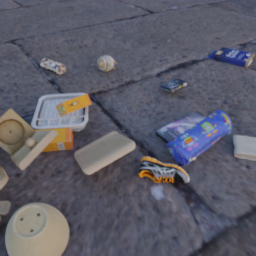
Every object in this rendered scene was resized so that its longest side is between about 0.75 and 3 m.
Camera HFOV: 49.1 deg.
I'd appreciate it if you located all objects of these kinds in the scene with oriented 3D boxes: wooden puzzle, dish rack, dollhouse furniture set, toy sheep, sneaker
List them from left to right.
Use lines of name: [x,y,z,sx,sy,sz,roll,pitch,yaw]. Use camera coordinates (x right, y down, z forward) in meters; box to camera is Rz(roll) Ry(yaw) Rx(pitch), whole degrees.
dollhouse furniture set: [-3.897,0.146,6.483,2.793,2.937,2.393,-50,20,-19]
dish rack: [-2.322,-0.495,9.940,1.854,0.470,2.161,-5,38,-3]
wooden puzzle: [-0.709,0.704,8.076,1.557,0.313,1.683,-29,20,-13]
toy sheep: [-0.997,-3.007,13.098,0.806,0.806,1.168,25,28,28]
sneaker: [0.964,1.301,7.817,1.468,0.574,0.567,14,53,23]

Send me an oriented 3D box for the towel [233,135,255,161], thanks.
towel: [4.073,0.654,8.821,1.470,0.253,0.974,8,37,11]

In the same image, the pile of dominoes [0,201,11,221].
pile of dominoes: [-4.274,2.715,6.272,2.284,0.467,2.931,11,48,13]

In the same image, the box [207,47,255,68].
box: [5.205,-3.641,14.219,2.055,0.333,1.245,21,43,26]

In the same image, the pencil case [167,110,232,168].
pencil case: [2.153,0.315,8.327,2.057,0.803,0.893,-33,47,-11]

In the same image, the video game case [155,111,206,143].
video game case: [2.153,0.147,9.501,2.020,0.192,1.443,-26,45,-27]

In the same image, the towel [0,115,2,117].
towel: [-5.401,0.240,8.705,2.672,0.304,1.919,-5,37,20]

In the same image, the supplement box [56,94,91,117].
supplement box: [-1.786,-0.767,9.298,0.434,0.420,1.262,-17,8,33]

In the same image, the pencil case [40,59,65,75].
pencil case: [-3.543,-2.880,13.118,1.222,0.475,0.547,23,36,27]

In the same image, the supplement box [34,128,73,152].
supplement box: [-2.589,0.396,8.820,1.641,0.565,0.546,-3,55,-7]

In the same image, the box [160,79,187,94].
box: [1.881,-1.739,11.579,0.880,0.224,0.694,-27,30,-22]

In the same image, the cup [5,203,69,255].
cup: [-2.015,2.174,6.031,1.388,0.993,1.388,3,51,-3]
